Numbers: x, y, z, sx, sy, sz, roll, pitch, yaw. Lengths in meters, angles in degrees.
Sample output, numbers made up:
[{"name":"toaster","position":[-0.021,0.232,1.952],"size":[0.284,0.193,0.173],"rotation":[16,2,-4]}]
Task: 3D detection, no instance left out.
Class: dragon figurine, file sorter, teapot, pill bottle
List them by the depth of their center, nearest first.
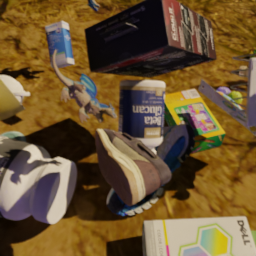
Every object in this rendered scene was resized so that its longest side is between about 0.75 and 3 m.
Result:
[{"name":"dragon figurine","position":[-0.791,-0.594,4.732],"size":[0.459,1.561,0.776],"rotation":[-36,21,13]},{"name":"file sorter","position":[2.470,-0.780,5.339],"size":[0.856,1.234,0.768],"rotation":[-10,22,-11]},{"name":"pill bottle","position":[0.261,-0.118,5.717],"size":[0.925,1.666,0.925],"rotation":[2,7,0]},{"name":"pill bottle","position":[-2.846,1.094,6.448],"size":[2.995,1.735,1.735],"rotation":[13,50,10]},{"name":"teapot","position":[-2.757,-0.798,6.574],"size":[0.689,0.931,0.943],"rotation":[-7,55,-36]},{"name":"dragon figurine","position":[-1.294,-4.401,8.187],"size":[0.995,2.002,0.589],"rotation":[-46,40,-1]}]

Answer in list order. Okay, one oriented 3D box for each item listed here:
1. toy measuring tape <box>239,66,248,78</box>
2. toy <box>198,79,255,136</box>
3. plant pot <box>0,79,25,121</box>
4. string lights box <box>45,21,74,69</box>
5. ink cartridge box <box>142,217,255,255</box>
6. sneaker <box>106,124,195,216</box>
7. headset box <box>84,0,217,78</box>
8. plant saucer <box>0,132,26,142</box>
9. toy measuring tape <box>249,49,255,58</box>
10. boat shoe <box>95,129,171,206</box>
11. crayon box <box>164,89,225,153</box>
[{"name":"toy measuring tape","position":[3.077,-0.648,6.371],"size":[0.890,0.890,2.419],"rotation":[-16,43,-14]},{"name":"toy","position":[2.544,-0.565,6.688],"size":[0.439,1.070,1.858],"rotation":[-46,79,2]},{"name":"plant pot","position":[-2.697,-0.607,4.664],"size":[1.131,1.593,1.593],"rotation":[-40,59,-13]},{"name":"string lights box","position":[-1.830,-2.201,7.478],"size":[0.567,1.103,0.325],"rotation":[-7,3,23]},{"name":"ink cartridge box","position":[1.797,2.703,5.618],"size":[2.968,0.880,1.541],"rotation":[-1,49,-1]},{"name":"sneaker","position":[0.451,0.991,7.199],"size":[2.880,1.080,1.248],"rotation":[-43,26,-21]},{"name":"headset box","position":[0.469,-1.730,5.804],"size":[1.849,0.960,2.485],"rotation":[-9,-1,38]},{"name":"plant saucer","position":[-3.457,0.421,8.060],"size":[0.973,0.187,0.973],"rotation":[1,49,-1]},{"name":"toy measuring tape","position":[5.237,-2.862,10.750],"size":[1.199,0.441,0.441],"rotation":[-2,49,-2]},{"name":"boat shoe","position":[-0.036,0.456,4.171],"size":[0.680,0.755,2.098],"rotation":[-10,13,-15]},{"name":"crayon box","position":[1.834,-0.242,8.361],"size":[1.182,0.580,1.990],"rotation":[-13,50,-11]}]
